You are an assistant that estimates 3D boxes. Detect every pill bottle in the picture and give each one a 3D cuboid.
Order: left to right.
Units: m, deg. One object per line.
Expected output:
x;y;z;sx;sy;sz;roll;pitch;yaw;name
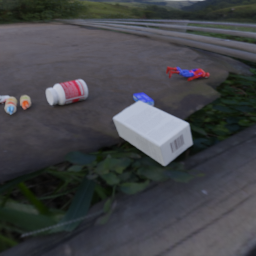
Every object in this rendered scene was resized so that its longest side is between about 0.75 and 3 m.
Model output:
-2.909;-1.652;13.304;1.782;1.001;1.001;-19;33;-34;pill bottle

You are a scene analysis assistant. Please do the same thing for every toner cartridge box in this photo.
0.715;-1.348;13.521;0.570;0.259;1.199;-11;29;-18;toner cartridge box

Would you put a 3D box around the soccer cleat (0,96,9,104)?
-6.180;-1.388;13.351;0.393;0.487;1.144;18;33;30;soccer cleat

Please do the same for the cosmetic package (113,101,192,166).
0.771;0.093;9.579;1.311;0.921;2.586;-34;38;-20;cosmetic package

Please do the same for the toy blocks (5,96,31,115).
-4.949;-0.993;12.600;1.087;0.474;1.304;-9;28;-15;toy blocks

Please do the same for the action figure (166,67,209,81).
3.634;-3.216;16.769;2.671;0.690;0.874;-1;32;-13;action figure
